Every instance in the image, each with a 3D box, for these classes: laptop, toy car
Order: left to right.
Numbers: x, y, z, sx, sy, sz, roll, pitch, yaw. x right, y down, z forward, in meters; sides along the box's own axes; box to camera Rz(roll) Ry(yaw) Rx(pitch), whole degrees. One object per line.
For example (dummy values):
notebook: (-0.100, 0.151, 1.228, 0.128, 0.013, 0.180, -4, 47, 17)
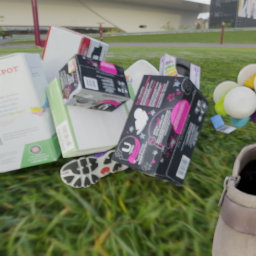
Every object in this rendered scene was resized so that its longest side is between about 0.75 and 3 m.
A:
laptop: (3.634, -0.161, 10.681, 0.772, 0.447, 0.723, 19, 29, 41)
toy car: (3.566, -0.804, 7.995, 2.057, 1.542, 1.800, -35, 12, 10)

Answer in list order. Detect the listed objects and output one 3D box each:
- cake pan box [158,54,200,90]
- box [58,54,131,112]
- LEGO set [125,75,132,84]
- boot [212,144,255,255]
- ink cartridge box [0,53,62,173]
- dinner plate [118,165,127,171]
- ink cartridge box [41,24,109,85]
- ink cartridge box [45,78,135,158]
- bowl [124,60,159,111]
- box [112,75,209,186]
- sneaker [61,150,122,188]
cake pan box: (1.555, -1.414, 8.532, 1.311, 1.424, 0.372, 16, -20, -23)
box: (-0.844, -1.061, 7.106, 1.527, 1.009, 0.876, 5, -26, -42)
LEGO set: (-0.561, -1.500, 8.591, 1.490, 0.555, 0.685, 16, -2, -22)
boot: (1.941, 1.290, 4.347, 1.050, 2.186, 2.989, 6, 21, 22)
ink cartridge box: (-3.066, -0.399, 7.430, 2.021, 2.781, 1.217, -13, 16, 6)
dinner plate: (-0.232, 0.985, 7.935, 0.802, 0.097, 0.802, -12, 29, 7)
ink cartridge box: (-1.858, -2.245, 9.932, 1.201, 2.113, 2.900, 21, 15, 7)
ink cartridge box: (-0.747, -0.344, 7.858, 2.726, 1.984, 0.654, -4, -19, -46)
bowl: (0.219, -0.868, 9.897, 2.636, 0.985, 2.640, -40, 42, 10)
box: (0.849, 0.051, 6.918, 1.321, 2.303, 1.522, 14, -11, 39)
sneaker: (-0.967, 1.059, 7.413, 1.828, 0.737, 0.763, -12, 4, -39)
